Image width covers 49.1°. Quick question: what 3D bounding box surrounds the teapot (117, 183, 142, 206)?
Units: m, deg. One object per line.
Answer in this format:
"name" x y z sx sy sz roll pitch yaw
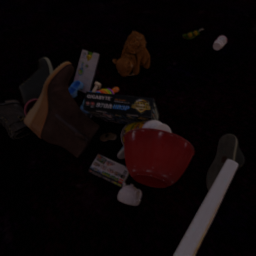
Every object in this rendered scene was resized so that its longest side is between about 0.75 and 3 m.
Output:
"teapot" 0.069 1.997 8.503 0.768 0.759 0.561 15 88 12

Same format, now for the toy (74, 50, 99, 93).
"toy" -1.862 -2.566 12.893 1.056 1.834 0.433 22 14 30

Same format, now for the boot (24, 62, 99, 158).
"boot" -2.080 -0.676 10.265 2.441 1.062 2.934 30 84 1

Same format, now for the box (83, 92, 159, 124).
"box" -0.108 -0.572 9.956 2.219 2.792 0.642 8 85 11

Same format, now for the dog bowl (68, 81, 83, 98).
"dog bowl" -2.402 -1.754 12.586 0.503 0.224 0.903 29 76 27

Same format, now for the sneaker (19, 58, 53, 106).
"sneaker" -4.168 -2.179 12.629 1.589 1.119 2.992 -12 46 -19

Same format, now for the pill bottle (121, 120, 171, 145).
"pill bottle" 0.573 0.265 8.934 0.973 0.973 1.782 -31 13 -28

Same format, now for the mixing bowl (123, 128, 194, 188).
"mixing bowl" 0.758 1.010 8.027 2.113 2.113 1.144 11 65 11

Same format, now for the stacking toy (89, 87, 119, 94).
"stacking toy" -0.938 -1.427 12.182 0.864 0.817 1.488 6 31 43

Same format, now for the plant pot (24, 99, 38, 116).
"plant pot" -3.586 -0.675 10.940 0.919 0.919 0.823 -19 12 -18

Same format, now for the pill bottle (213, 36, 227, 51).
"pill bottle" 5.160 -4.776 15.795 0.538 0.538 0.949 24 49 23

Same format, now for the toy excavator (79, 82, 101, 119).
"toy excavator" -1.401 -1.070 10.679 0.554 1.109 1.079 27 49 6

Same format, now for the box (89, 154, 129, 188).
"box" -0.619 1.437 9.447 1.251 0.217 0.689 24 54 9

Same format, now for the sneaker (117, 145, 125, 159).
"sneaker" 0.002 0.648 10.161 1.125 0.416 0.461 -42 40 -2

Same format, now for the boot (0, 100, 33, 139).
"boot" -4.800 -0.216 10.924 2.272 0.787 1.978 -26 50 -27

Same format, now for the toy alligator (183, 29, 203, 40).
"toy alligator" 3.911 -5.541 16.681 1.638 0.393 0.543 -24 17 -22

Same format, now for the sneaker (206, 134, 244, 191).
"sneaker" 3.268 1.356 9.063 0.780 1.107 2.084 4 60 46

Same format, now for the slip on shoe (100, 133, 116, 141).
"slip on shoe" -0.800 0.324 10.486 0.815 0.247 0.310 -2 63 44

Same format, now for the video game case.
"video game case" 1.664 2.557 6.709 0.337 2.680 2.944 26 50 24

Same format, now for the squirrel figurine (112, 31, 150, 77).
"squirrel figurine" 0.092 -3.492 13.345 1.500 2.120 1.979 25 40 17
